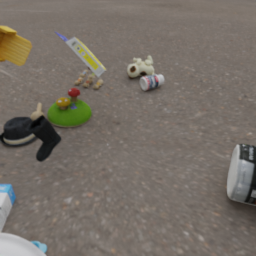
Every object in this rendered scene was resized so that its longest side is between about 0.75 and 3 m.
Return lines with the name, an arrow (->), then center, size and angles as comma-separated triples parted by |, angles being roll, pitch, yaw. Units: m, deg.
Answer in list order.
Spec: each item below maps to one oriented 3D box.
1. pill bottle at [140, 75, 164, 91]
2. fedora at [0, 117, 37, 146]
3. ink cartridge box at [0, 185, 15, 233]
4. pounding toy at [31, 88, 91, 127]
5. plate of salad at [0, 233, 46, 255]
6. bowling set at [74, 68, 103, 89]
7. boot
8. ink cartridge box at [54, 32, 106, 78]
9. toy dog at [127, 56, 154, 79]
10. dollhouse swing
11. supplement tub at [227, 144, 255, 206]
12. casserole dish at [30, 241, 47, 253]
pill bottle -> 1.339, -2.552, 15.523 | 1.233, 0.738, 0.738 | -19, 39, -24
fedora -> -4.559, 0.035, 11.739 | 1.707, 0.779, 1.707 | 0, 35, 0
ink cartridge box -> -4.208, 2.562, 8.183 | 1.118, 0.654, 1.927 | 0, 35, -1
pounding toy -> -3.027, -1.080, 12.870 | 2.651, 1.230, 2.046 | -1, 34, -7
plate of salad -> -2.829, 3.559, 5.526 | 2.903, 2.903, 0.697 | -13, -6, -18
bowling set -> -2.298, -2.892, 15.723 | 1.687, 1.174, 0.905 | 7, 36, 17
boot -> -2.138, 0.281, 6.881 | 0.348, 1.062, 0.875 | 27, 69, 19
ink cartridge box -> -1.843, -3.109, 11.585 | 0.546, 2.325, 2.298 | -40, 12, 6
toy dog -> 0.664, -3.442, 16.744 | 1.557, 1.086, 1.510 | -13, 73, -20
dollhouse swing -> -4.299, -2.850, 10.143 | 1.070, 1.217, 1.106 | 30, 16, -6
supplement tub -> 4.701, 1.623, 8.514 | 2.995, 1.835, 1.835 | 11, 36, 15
casserole dish -> -3.175, 3.447, 6.554 | 2.584, 0.501, 1.565 | -12, 3, -17
